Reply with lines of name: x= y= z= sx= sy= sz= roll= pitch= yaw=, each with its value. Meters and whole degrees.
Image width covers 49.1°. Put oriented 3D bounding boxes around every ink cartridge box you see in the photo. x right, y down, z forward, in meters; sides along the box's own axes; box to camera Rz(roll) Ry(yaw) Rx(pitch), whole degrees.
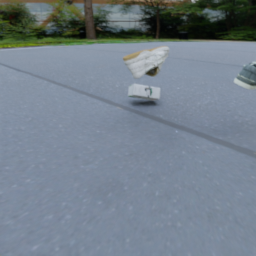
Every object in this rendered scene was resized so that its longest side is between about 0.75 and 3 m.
ink cartridge box: x=0.758 y=-1.686 z=13.386 sx=1.321 sy=0.557 sz=0.965 roll=7 pitch=0 yaw=-15

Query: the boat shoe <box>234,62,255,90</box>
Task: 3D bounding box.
boat shoe: x=4.113 y=-1.733 z=9.047 sx=0.841 sy=0.713 sz=2.309 roll=33 pitch=30 yaw=27

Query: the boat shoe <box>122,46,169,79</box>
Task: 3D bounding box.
boat shoe: x=0.765 y=-2.327 z=10.172 sx=1.001 sy=0.980 sz=2.827 roll=-10 pitch=14 yaw=36
